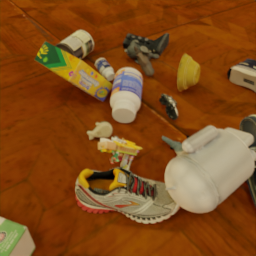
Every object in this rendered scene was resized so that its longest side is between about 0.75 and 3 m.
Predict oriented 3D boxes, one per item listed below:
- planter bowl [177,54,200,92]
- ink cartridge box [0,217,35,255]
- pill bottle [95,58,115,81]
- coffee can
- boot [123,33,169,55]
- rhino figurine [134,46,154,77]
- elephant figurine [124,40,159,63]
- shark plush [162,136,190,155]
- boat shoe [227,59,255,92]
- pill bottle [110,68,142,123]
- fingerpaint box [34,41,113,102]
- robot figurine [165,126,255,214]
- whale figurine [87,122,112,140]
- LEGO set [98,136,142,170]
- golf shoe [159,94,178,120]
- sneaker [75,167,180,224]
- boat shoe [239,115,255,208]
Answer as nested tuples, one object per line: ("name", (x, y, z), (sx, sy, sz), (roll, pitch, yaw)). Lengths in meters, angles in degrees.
("planter bowl", (2.483, -2.162, 11.175), (0.631, 1.515, 1.515), (12, 44, 24))
("ink cartridge box", (-3.760, 2.846, 6.239), (2.574, 1.126, 1.870), (15, 45, 13))
("pill bottle", (-0.977, -2.507, 12.088), (0.548, 0.548, 0.988), (-23, 62, -23))
("coffee can", (-2.513, -3.713, 13.104), (1.170, 1.170, 1.598), (20, 47, 20))
("boot", (0.926, -4.448, 14.313), (2.025, 0.665, 1.669), (15, 46, 20))
("rhino figurine", (0.650, -2.830, 11.889), (0.474, 1.585, 0.693), (-29, 37, 10))
("elephant figurine", (0.669, -3.476, 13.161), (1.364, 0.965, 1.059), (30, 78, 8))
("shark plush", (1.933, 0.606, 8.883), (0.824, 0.755, 1.814), (-1, 18, -42))
("boat shoe", (5.562, -2.056, 11.454), (1.257, 1.012, 2.710), (-36, 53, -22))
("pill bottle", (-0.072, -1.197, 10.419), (1.123, 1.123, 2.004), (4, 51, 4))
("fingerpaint box", (-1.960, -2.069, 10.528), (1.947, 2.334, 0.856), (32, 92, 28))
("robot figurine", (1.957, 1.032, 6.816), (2.600, 2.205, 1.468), (-33, 25, -20))
("whale figurine", (-0.967, 0.105, 9.538), (0.854, 0.680, 0.443), (-22, 22, -3))
("LEGO set", (-0.260, 0.808, 7.958), (1.071, 0.866, 2.327), (20, 3, 5))
("golf shoe", (1.665, -0.813, 10.540), (0.596, 0.490, 1.261), (0, 50, -29))
("sneaker", (0.003, 1.720, 7.369), (2.923, 1.201, 1.138), (3, 43, 2))
("boat shoe", (3.541, 0.956, 7.705), (0.840, 1.018, 2.718), (-4, 79, -23))
